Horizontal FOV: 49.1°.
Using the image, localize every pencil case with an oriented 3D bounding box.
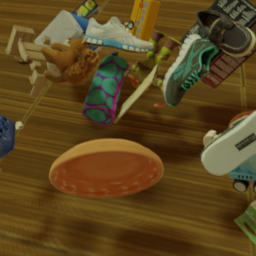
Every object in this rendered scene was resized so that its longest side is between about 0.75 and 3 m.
[{"bbox_3d":[-0.655,-1.295,9.223,1.143,1.053,2.474,-1,54,24],"label":"pencil case"}]

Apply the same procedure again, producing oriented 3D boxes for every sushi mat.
[{"bbox_3d":[0.232,-0.987,8.520,0.124,2.053,0.982,35,39,-12],"label":"sushi mat"}]

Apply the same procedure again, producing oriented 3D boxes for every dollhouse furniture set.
[{"bbox_3d":[-2.501,-1.762,7.699,1.020,0.871,1.968,-4,54,-42],"label":"dollhouse furniture set"}]

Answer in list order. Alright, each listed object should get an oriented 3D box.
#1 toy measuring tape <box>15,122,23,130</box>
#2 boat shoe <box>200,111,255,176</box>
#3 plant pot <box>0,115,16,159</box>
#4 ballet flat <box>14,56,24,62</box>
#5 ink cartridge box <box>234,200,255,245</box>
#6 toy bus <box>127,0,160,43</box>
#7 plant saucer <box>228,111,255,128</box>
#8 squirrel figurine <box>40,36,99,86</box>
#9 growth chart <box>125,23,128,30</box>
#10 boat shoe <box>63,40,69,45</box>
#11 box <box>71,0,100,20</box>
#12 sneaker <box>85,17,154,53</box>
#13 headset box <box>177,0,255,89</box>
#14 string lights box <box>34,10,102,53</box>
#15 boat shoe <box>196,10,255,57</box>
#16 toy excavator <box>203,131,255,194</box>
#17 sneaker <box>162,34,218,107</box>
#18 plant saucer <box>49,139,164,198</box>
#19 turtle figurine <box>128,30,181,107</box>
[{"bbox_3d":[-3.602,-0.433,7.134,2.153,0.792,0.792,12,31,-47],"label":"toy measuring tape"},{"bbox_3d":[2.855,0.099,6.476,2.707,0.957,0.862,-31,5,9],"label":"boat shoe"},{"bbox_3d":[-2.921,0.161,5.595,0.960,0.863,0.960,-34,37,7],"label":"plant pot"},{"bbox_3d":[-5.613,-4.340,14.321,0.873,0.873,2.470,-13,49,-11],"label":"ballet flat"},{"bbox_3d":[4.185,2.540,8.285,1.851,0.549,0.961,-24,52,-21],"label":"ink cartridge box"},{"bbox_3d":[0.622,-4.458,11.256,0.893,2.281,0.742,32,29,31],"label":"toy bus"},{"bbox_3d":[4.966,0.447,10.240,2.649,0.496,2.649,0,47,0],"label":"plant saucer"},{"bbox_3d":[-1.180,-1.538,6.318,1.210,0.856,1.129,27,52,19],"label":"squirrel figurine"},{"bbox_3d":[0.663,-5.598,15.965,1.596,0.196,2.205,-16,50,-13],"label":"growth chart"},{"bbox_3d":[-1.521,-2.008,7.890,0.698,0.741,2.063,2,5,-20],"label":"boat shoe"},{"bbox_3d":[-2.213,-3.893,10.774,2.592,0.450,1.427,-39,13,8],"label":"box"},{"bbox_3d":[-0.242,-2.903,8.712,2.219,0.961,0.832,10,10,-7],"label":"sneaker"},{"bbox_3d":[2.918,-2.776,9.045,1.058,2.739,2.038,23,34,-34],"label":"headset box"},{"bbox_3d":[-1.848,-3.131,10.072,0.842,1.467,2.855,53,20,1],"label":"string lights box"},{"bbox_3d":[2.592,-2.697,7.792,0.734,0.814,2.264,15,33,-30],"label":"boat shoe"},{"bbox_3d":[2.898,0.810,7.333,1.579,1.624,0.811,-1,29,44],"label":"toy excavator"},{"bbox_3d":[1.827,-1.634,8.231,0.886,2.285,1.042,18,8,-43],"label":"sneaker"},{"bbox_3d":[-0.453,0.896,6.038,2.392,2.392,0.448,-4,56,-4],"label":"plant saucer"},{"bbox_3d":[0.703,-2.118,9.498,0.889,2.227,2.762,10,25,-35],"label":"turtle figurine"}]
